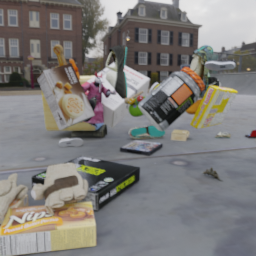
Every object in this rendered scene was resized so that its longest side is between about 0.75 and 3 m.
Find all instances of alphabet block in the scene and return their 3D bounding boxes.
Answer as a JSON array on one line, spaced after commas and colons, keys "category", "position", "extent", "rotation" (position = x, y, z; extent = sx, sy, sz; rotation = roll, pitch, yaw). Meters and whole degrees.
[{"category": "alphabet block", "position": [-2.974, -1.501, 16.231], "extent": [2.949, 2.896, 2.881], "rotation": [0, 12, 10]}]

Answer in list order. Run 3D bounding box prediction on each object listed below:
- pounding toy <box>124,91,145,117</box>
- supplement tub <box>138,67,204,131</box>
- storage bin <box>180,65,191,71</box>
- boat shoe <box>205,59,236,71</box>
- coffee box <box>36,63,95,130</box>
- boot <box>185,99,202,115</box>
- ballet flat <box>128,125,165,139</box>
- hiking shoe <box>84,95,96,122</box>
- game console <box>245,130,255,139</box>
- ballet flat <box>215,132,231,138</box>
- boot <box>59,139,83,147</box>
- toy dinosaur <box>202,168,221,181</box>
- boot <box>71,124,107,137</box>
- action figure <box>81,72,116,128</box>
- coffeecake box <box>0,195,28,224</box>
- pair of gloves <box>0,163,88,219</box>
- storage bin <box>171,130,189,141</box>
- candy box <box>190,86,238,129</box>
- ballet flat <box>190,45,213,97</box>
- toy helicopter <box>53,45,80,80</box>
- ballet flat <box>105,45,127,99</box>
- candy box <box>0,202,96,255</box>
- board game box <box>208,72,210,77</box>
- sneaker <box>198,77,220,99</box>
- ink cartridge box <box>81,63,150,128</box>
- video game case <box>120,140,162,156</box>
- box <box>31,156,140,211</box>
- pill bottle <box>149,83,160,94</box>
[{"category": "pounding toy", "position": [0.291, -0.975, 10.077], "extent": [0.898, 0.540, 1.163], "rotation": [-32, 43, 4]}, {"category": "supplement tub", "position": [1.282, -0.857, 8.216], "extent": [1.807, 1.107, 1.107], "rotation": [-42, 16, -1]}, {"category": "storage bin", "position": [3.173, -2.360, 14.993], "extent": [1.235, 1.698, 1.140], "rotation": [-3, -32, -20]}, {"category": "boat shoe", "position": [2.505, -1.752, 7.592], "extent": [0.803, 0.281, 0.266], "rotation": [5, 55, 34]}, {"category": "coffee box", "position": [-2.008, -0.995, 9.018], "extent": [1.056, 1.846, 0.736], "rotation": [-25, 3, -36]}, {"category": "boot", "position": [4.039, -1.424, 14.548], "extent": [2.053, 0.722, 1.470], "rotation": [-17, -18, -24]}, {"category": "ballet flat", "position": [1.025, 0.269, 15.848], "extent": [2.112, 0.799, 0.675], "rotation": [1, -13, -13]}, {"category": "hiking shoe", "position": [-1.317, -0.655, 9.844], "extent": [0.395, 1.042, 0.524], "rotation": [31, 37, -2]}, {"category": "game console", "position": [7.275, 0.300, 15.981], "extent": [0.918, 0.545, 0.791], "rotation": [-1, 12, -7]}, {"category": "ballet flat", "position": [5.394, 0.405, 15.973], "extent": [0.896, 0.337, 0.304], "rotation": [1, 12, 5]}, {"category": "boot", "position": [-2.906, 0.687, 14.257], "extent": [1.200, 0.441, 0.573], "rotation": [-3, 18, -9]}, {"category": "toy dinosaur", "position": [3.012, 1.622, 9.874], "extent": [0.800, 0.308, 0.409], "rotation": [21, -13, 28]}, {"category": "boot", "position": [-2.242, 0.200, 16.560], "extent": [1.874, 0.680, 1.704], "rotation": [-5, 8, 8]}, {"category": "action figure", "position": [-1.296, -1.172, 11.363], "extent": [1.458, 2.177, 1.621], "rotation": [13, 6, -7]}, {"category": "coffeecake box", "position": [-3.313, 2.088, 7.253], "extent": [1.150, 0.420, 0.882], "rotation": [0, 11, 0]}, {"category": "pair of gloves", "position": [-2.444, 1.628, 7.027], "extent": [2.805, 0.492, 2.385], "rotation": [-10, 14, -20]}, {"category": "storage bin", "position": [2.928, 0.414, 15.739], "extent": [0.896, 0.423, 0.903], "rotation": [5, 12, 19]}, {"category": "candy box", "position": [3.143, -0.745, 10.002], "extent": [0.374, 1.449, 2.835], "rotation": [35, 22, 26]}, {"category": "ballet flat", "position": [2.434, -1.899, 9.860], "extent": [0.773, 2.081, 0.773], "rotation": [-2, 41, 2]}, {"category": "toy helicopter", "position": [-2.331, -2.277, 10.358], "extent": [1.059, 1.601, 0.632], "rotation": [4, 36, 25]}, {"category": "ballet flat", "position": [-0.314, -1.480, 7.444], "extent": [0.562, 1.643, 0.559], "rotation": [2, -27, -7]}, {"category": "candy box", "position": [-1.755, 2.211, 6.286], "extent": [1.975, 0.546, 1.140], "rotation": [-2, 11, -12]}, {"category": "board game box", "position": [3.307, -2.464, 12.351], "extent": [0.188, 1.291, 0.869], "rotation": [-9, 15, 37]}, {"category": "sneaker", "position": [2.760, -1.561, 11.911], "extent": [2.352, 0.869, 0.933], "rotation": [1, -15, 30]}, {"category": "ink cartridge box", "position": [-0.658, -1.641, 12.917], "extent": [2.103, 1.188, 2.870], "rotation": [31, 51, 18]}, {"category": "video game case", "position": [0.662, 0.949, 13.542], "extent": [1.523, 0.215, 1.685], "rotation": [6, 13, 27]}, {"category": "box", "position": [-1.294, 1.641, 9.045], "extent": [2.571, 0.611, 2.482], "rotation": [7, 16, 30]}, {"category": "pill bottle", "position": [1.867, -1.801, 15.219], "extent": [1.319, 0.742, 0.742], "rotation": [39, 25, 16]}]
